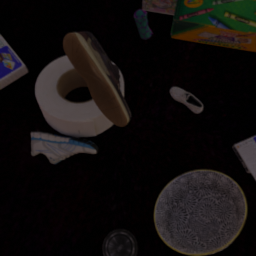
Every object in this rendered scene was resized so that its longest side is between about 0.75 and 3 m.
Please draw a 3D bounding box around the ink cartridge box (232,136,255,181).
[{"bbox_3d":[4.458,0.937,9.357,1.369,0.300,1.382,-23,69,-4],"label":"ink cartridge box"}]

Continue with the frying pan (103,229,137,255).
[{"bbox_3d":[-0.085,3.847,8.229,1.043,0.281,1.725,-26,66,-10],"label":"frying pan"}]

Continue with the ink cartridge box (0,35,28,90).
[{"bbox_3d":[-5.594,-2.385,10.633,2.589,0.562,2.565,-36,72,-16],"label":"ink cartridge box"}]

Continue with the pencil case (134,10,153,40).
[{"bbox_3d":[0.521,-3.503,9.538,0.457,0.990,0.421,-26,58,2],"label":"pencil case"}]

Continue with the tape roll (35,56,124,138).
[{"bbox_3d":[-1.603,-1.167,9.665,2.981,1.042,2.981,1,59,-1],"label":"tape roll"}]

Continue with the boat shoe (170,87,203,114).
[{"bbox_3d":[2.142,-1.099,10.163,1.402,0.458,0.516,35,72,14],"label":"boat shoe"}]

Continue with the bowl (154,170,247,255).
[{"bbox_3d":[2.135,2.573,8.006,2.558,1.200,2.558,-20,39,17],"label":"bowl"}]

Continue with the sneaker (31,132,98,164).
[{"bbox_3d":[-2.142,0.753,9.323,2.265,0.849,0.981,9,91,2],"label":"sneaker"}]

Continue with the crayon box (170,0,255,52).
[{"bbox_3d":[2.532,-2.670,7.187,2.745,1.630,0.800,11,95,5],"label":"crayon box"}]

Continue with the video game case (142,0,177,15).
[{"bbox_3d":[1.345,-5.416,11.075,1.506,2.103,0.189,11,67,5],"label":"video game case"}]

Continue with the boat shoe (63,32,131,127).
[{"bbox_3d":[-0.569,-1.201,6.663,0.798,0.885,2.461,-38,99,-36],"label":"boat shoe"}]
